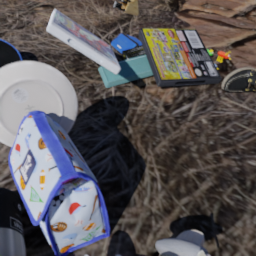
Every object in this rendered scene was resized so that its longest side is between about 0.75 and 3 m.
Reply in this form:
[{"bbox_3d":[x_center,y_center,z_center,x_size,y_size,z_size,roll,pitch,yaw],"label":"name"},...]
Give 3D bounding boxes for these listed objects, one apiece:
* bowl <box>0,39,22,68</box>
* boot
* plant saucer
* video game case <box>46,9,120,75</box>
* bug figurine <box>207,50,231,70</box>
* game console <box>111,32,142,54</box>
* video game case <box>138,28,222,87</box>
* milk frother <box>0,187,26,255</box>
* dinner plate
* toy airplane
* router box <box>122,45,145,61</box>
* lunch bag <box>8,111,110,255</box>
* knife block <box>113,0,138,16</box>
[{"bbox_3d":[-5.476,-2.566,10.931,2.686,0.527,2.686,13,52,-17],"label":"bowl"},{"bbox_3d":[4.871,-1.423,10.221,2.416,0.884,1.819,-8,42,-18],"label":"boot"},{"bbox_3d":[0.299,-2.435,11.339,2.875,0.273,1.005,-17,68,-14],"label":"plant saucer"},{"bbox_3d":[-1.437,-2.874,9.140,2.385,0.301,2.617,28,21,-25],"label":"video game case"},{"bbox_3d":[3.640,-3.064,12.318,1.352,0.449,1.743,30,50,29],"label":"bug figurine"},{"bbox_3d":[0.089,-3.936,13.519,1.225,0.849,1.436,-42,50,2],"label":"game console"},{"bbox_3d":[2.049,-2.946,11.425,2.672,0.377,2.956,-5,59,-17],"label":"video game case"},{"bbox_3d":[-3.291,2.547,5.175,2.467,2.227,2.321,-33,45,4],"label":"milk frother"},{"bbox_3d":[-2.182,-0.422,6.309,2.113,2.113,0.256,-14,23,-15],"label":"dinner plate"},{"bbox_3d":[0.256,2.942,4.456,2.885,2.045,2.898,-1,38,-5],"label":"toy airplane"},{"bbox_3d":[0.926,-3.148,12.359,1.986,0.507,1.482,-24,47,-24],"label":"router box"},{"bbox_3d":[-1.522,1.160,6.046,1.595,2.575,2.189,-21,47,-23],"label":"lunch bag"},{"bbox_3d":[-0.091,-4.313,10.080,0.930,1.059,0.339,-40,68,-12],"label":"knife block"}]
